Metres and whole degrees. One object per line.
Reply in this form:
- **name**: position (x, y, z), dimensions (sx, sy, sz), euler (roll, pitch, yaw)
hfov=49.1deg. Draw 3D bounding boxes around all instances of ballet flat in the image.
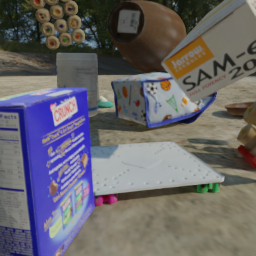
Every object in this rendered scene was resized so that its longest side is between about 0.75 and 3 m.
- **ballet flat**: position (-1.392, -1.198, 12.694), dimensions (1.492, 0.525, 0.502), euler (2, 18, 6)

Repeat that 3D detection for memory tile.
- **memory tile**: position (-2.730, -4.293, 11.056), dimensions (1.685, 2.198, 0.185), euler (-14, 34, 0)

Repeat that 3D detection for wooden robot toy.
- **wooden robot toy**: position (3.138, 0.373, 5.646), dimensions (1.340, 1.301, 2.953), euler (36, 15, -1)

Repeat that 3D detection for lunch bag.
- **lunch bag**: position (1.205, -1.044, 9.513), dimensions (2.792, 1.729, 2.374), euler (-15, 17, -25)

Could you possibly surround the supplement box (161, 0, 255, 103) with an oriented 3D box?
- **supplement box**: position (2.056, -1.867, 5.402), dimensions (1.756, 1.024, 2.786), euler (-29, 16, 48)

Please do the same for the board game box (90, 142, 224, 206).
- **board game box**: position (0.250, 0.711, 5.067), dimensions (2.095, 0.271, 2.095), euler (-3, 14, -13)

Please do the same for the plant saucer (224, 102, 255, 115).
- **plant saucer**: position (4.803, -0.753, 10.768), dimensions (2.076, 0.357, 2.076), euler (-5, 9, 1)

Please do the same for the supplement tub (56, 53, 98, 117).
- **supplement tub**: position (-1.898, -1.625, 10.567), dimensions (1.527, 2.314, 1.527), euler (0, 13, 0)

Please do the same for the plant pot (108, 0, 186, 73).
- **plant pot**: position (0.469, -3.276, 9.575), dimensions (2.491, 2.491, 2.665), euler (6, 7, 23)

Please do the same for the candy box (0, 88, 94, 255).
- **candy box**: position (-0.910, 0.448, 3.080), dimensions (0.644, 1.673, 1.414), euler (3, 13, 13)
